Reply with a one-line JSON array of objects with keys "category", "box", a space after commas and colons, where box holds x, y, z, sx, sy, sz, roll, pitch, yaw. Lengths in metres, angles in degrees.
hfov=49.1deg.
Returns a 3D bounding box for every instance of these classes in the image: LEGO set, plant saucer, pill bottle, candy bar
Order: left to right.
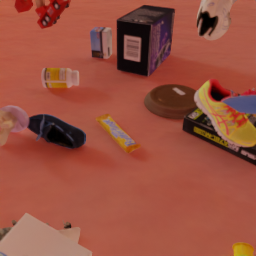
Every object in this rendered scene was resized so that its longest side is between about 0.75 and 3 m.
[{"category": "LEGO set", "box": [-2.080, 2.149, 5.340, 2.022, 0.573, 1.313, -18, 39, -23]}, {"category": "pill bottle", "box": [-2.592, -1.936, 10.835, 1.331, 0.748, 0.748, 1, 36, -2]}, {"category": "candy bar", "box": [-0.328, 0.130, 8.437, 0.501, 0.223, 2.009, -20, 40, -25]}, {"category": "plant saucer", "box": [1.654, -1.010, 9.938, 2.168, 0.319, 2.168, 0, 35, 0]}]

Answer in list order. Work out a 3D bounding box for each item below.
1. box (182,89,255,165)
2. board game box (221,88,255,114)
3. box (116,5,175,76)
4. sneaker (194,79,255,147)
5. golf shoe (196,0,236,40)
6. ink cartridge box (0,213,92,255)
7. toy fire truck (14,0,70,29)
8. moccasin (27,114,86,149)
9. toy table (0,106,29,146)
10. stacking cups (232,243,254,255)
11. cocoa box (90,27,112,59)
[{"category": "box", "box": [3.365, -0.195, 8.587, 2.417, 0.595, 2.503, 26, 44, 34]}, {"category": "board game box", "box": [2.129, -0.463, 4.541, 0.929, 0.229, 1.176, -1, -11, 43]}, {"category": "box", "box": [0.808, -3.944, 12.353, 1.559, 2.211, 2.988, 16, 40, 20]}, {"category": "sneaker", "box": [2.217, -0.350, 6.180, 0.713, 0.823, 1.823, -33, 70, -22]}, {"category": "golf shoe", "box": [2.282, -3.068, 7.980, 1.069, 2.730, 1.327, 33, 86, 14]}, {"category": "ink cartridge box", "box": [-1.508, 2.418, 4.156, 1.247, 1.280, 1.992, 26, 41, 10]}, {"category": "toy fire truck", "box": [-2.088, -3.001, 6.731, 1.449, 1.022, 0.353, -27, 9, 45]}, {"category": "moccasin", "box": [-2.156, 0.067, 8.001, 1.949, 0.784, 0.665, 13, 26, 19]}, {"category": "toy table", "box": [-3.613, -0.158, 8.178, 1.276, 1.173, 0.747, -13, 12, 32]}, {"category": "stacking cups", "box": [2.036, 2.675, 4.859, 0.383, 0.383, 1.265, 8, 41, 11]}, {"category": "cocoa box", "box": [-1.267, -4.051, 13.313, 0.825, 1.257, 0.838, 7, 35, 11]}]
